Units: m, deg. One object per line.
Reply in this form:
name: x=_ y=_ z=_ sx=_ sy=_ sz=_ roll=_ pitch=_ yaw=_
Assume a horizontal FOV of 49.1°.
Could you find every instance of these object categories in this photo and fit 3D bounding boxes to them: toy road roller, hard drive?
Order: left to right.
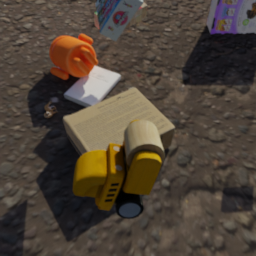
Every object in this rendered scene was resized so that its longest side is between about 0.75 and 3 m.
hard drive: x=-1.392 y=-1.660 z=11.226 sx=1.357 sy=0.274 sz=2.057 roll=23 pitch=53 yaw=18
toy road roller: x=-0.237 y=0.684 z=4.860 sx=1.267 sy=1.736 sz=1.067 roll=12 pitch=32 yaw=-14

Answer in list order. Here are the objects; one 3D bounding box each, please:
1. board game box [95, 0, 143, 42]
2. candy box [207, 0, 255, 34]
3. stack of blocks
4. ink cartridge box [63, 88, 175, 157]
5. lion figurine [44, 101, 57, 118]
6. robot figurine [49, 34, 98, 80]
board game box: x=-0.311 y=-3.581 z=8.041 sx=0.585 sy=1.344 sz=1.821 roll=19 pitch=41 yaw=-31
candy box: x=5.491 y=-5.805 z=13.370 sx=2.869 sy=2.407 sz=1.026 roll=0 pitch=49 yaw=0
stack of blocks: x=-0.347 y=-4.285 z=10.528 sx=1.882 sy=0.551 sz=1.084 roll=-34 pitch=63 yaw=-22
ink cartridge box: x=-0.311 y=0.150 z=9.142 sx=2.828 sy=1.062 sz=2.329 roll=-26 pitch=53 yaw=-20
lion figurine: x=-2.947 y=-0.668 z=10.415 sx=0.493 sy=0.291 sz=0.804 roll=-27 pitch=40 yaw=-12
robot figurine: x=-2.303 y=-2.916 z=11.412 sx=1.436 sy=1.772 sz=2.463 roll=-8 pitch=29 yaw=-40
